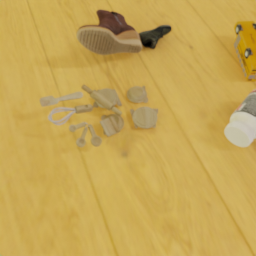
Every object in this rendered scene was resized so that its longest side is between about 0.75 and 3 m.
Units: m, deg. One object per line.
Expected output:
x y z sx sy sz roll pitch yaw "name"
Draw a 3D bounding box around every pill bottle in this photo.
4.162 -0.338 9.458 1.123 1.123 1.939 38 67 19 "pill bottle"

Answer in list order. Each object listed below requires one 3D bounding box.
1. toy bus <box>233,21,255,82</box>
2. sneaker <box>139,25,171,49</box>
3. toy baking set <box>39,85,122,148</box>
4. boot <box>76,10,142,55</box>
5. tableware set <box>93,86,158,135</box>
4.839 -3.108 11.109 0.801 0.963 2.460 -5 61 -1 "toy bus"
1.211 -3.767 11.728 1.493 0.571 0.855 -20 63 -7 "sneaker"
-1.468 -0.514 9.267 2.650 0.308 2.034 40 57 -1 "toy baking set"
-0.957 -3.938 11.158 2.869 1.038 2.386 1 47 -34 "boot"
-0.099 -0.711 10.176 2.334 0.271 1.950 -8 62 -4 "tableware set"
